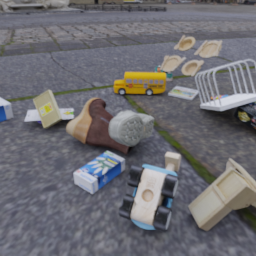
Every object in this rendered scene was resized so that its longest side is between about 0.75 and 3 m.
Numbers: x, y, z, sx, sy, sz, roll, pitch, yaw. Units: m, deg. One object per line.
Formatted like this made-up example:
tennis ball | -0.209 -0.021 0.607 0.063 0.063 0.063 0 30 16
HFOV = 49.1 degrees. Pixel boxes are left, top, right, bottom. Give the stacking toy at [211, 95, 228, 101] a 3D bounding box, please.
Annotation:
stacking toy | 4.169 -1.313 12.971 0.494 0.467 0.850 -12 20 -31

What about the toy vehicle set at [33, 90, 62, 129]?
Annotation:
toy vehicle set | -3.012 -0.697 10.467 0.771 1.241 0.164 -27 -13 13

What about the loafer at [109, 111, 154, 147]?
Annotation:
loafer | -0.012 -0.032 8.349 0.985 0.987 2.823 11 4 18

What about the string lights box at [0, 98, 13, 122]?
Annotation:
string lights box | -5.996 -0.505 11.129 1.201 0.689 2.337 24 37 37

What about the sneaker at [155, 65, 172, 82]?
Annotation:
sneaker | 2.097 -3.375 16.257 0.709 0.794 1.987 -8 30 -14

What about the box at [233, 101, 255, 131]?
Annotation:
box | 5.409 -0.274 10.389 1.846 0.534 2.323 -22 48 -35

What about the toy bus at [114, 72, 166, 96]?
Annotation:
toy bus | 0.572 -2.201 13.908 2.531 0.991 0.824 2 29 3

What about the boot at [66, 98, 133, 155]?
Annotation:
boot | -0.682 -0.080 10.424 2.366 1.029 2.844 18 31 9

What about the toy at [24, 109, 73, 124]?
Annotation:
toy | -3.098 -0.398 11.221 1.827 0.431 1.052 -7 27 -8

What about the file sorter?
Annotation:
file sorter | 3.895 -1.689 11.179 1.749 1.570 2.521 -17 7 0

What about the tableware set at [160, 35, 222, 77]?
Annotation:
tableware set | 2.338 -2.753 10.685 2.216 0.257 1.851 27 76 44

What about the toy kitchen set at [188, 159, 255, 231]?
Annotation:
toy kitchen set | 2.528 1.756 7.118 1.655 1.493 1.350 32 19 -30

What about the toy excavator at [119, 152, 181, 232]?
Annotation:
toy excavator | 0.785 1.485 7.195 1.117 2.237 2.175 12 74 18

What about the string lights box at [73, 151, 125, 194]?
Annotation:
string lights box | -0.812 1.270 8.175 0.729 0.418 1.419 21 35 33

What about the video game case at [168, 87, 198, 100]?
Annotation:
video game case | 2.770 -1.734 13.961 1.230 0.141 1.119 16 33 25
